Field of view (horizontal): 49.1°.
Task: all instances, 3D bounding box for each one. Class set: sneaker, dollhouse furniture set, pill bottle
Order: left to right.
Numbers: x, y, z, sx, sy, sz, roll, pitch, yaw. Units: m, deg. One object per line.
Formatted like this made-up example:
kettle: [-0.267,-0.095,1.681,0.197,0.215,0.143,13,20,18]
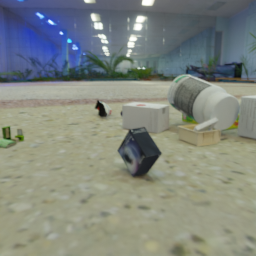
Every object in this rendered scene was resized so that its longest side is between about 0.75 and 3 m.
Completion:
dollhouse furniture set: [-3.856,0.279,8.918,0.628,0.481,0.959,3,12,13]
sneaker: [-1.107,-0.884,14.031,0.800,0.602,1.711,18,13,-26]
pill bottle: [2.810,-1.008,10.749,1.530,1.530,2.705,-5,25,-23]

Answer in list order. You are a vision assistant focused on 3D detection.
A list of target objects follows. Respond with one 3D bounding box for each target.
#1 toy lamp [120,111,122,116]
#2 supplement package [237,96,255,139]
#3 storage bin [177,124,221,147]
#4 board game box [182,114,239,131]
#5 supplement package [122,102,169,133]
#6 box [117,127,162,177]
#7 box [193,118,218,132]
toy lamp: [0.100,-0.753,13.828,0.329,0.329,1.129,10,13,38]
supplement package: [5.141,-0.268,9.169,1.376,1.429,2.513,-8,14,-37]
storage bin: [2.342,0.211,9.256,1.007,0.475,1.014,-7,13,-27]
board game box: [3.535,-0.435,12.038,1.203,0.564,2.369,-7,14,-28]
supplement package: [0.682,-0.439,11.029,1.616,0.968,0.980,8,16,31]
box: [0.234,0.538,6.286,0.486,0.788,0.782,-10,54,-36]
box: [2.444,0.048,9.128,0.907,0.655,0.165,-21,62,-23]
